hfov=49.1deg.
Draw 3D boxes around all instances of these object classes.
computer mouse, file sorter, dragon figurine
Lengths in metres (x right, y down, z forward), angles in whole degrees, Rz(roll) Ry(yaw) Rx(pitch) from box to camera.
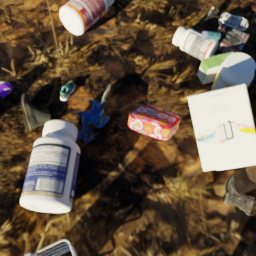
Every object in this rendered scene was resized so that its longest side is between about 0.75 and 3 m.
[{"bbox_3d":[4.937,-5.302,14.066,2.047,0.449,1.123,24,81,10],"label":"computer mouse"},{"bbox_3d":[-1.957,4.107,7.946,1.180,1.896,1.315,-20,62,-16],"label":"file sorter"},{"bbox_3d":[-1.202,-0.465,10.895,2.375,0.699,1.181,-44,60,1],"label":"dragon figurine"}]

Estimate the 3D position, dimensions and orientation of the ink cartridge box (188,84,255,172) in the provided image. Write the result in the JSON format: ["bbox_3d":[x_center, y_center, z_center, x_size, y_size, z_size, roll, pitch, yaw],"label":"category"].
[{"bbox_3d":[3.228,0.027,9.466,1.807,1.839,2.499,-12,88,18],"label":"ink cartridge box"}]

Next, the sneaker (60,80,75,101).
[{"bbox_3d":[-2.603,-1.676,12.011,0.413,0.485,1.063,15,61,8],"label":"sneaker"}]

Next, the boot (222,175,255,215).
[{"bbox_3d":[3.924,2.337,9.818,1.024,0.407,1.177,19,70,8],"label":"boot"}]

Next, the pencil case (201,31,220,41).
[{"bbox_3d":[3.537,-3.938,11.998,0.873,0.403,0.371,-9,93,-30],"label":"pencil case"}]

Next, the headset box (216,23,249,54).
[{"bbox_3d":[4.830,-4.082,13.262,1.626,0.628,1.210,29,65,12],"label":"headset box"}]

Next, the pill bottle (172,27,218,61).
[{"bbox_3d":[3.083,-3.902,12.937,1.862,1.079,1.079,33,65,18],"label":"pill bottle"}]

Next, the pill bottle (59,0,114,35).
[{"bbox_3d":[-1.968,-5.966,13.865,1.497,1.497,2.733,32,65,17],"label":"pill bottle"}]

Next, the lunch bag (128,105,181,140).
[{"bbox_3d":[0.962,-0.252,9.870,1.645,0.674,1.449,20,30,24],"label":"lunch bag"}]

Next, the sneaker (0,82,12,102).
[{"bbox_3d":[-5.631,-0.932,11.491,2.258,0.785,1.123,-37,73,-14],"label":"sneaker"}]

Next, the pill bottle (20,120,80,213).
[{"bbox_3d":[-2.548,1.287,9.626,1.633,1.633,2.941,3,62,2],"label":"pill bottle"}]

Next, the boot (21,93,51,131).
[{"bbox_3d":[-3.731,-0.731,11.478,1.110,0.622,1.605,-12,74,-12],"label":"boot"}]

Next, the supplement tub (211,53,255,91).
[{"bbox_3d":[4.257,-1.973,11.387,1.347,1.853,1.347,0,60,0],"label":"supplement tub"}]

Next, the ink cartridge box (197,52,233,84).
[{"bbox_3d":[4.144,-2.661,12.244,2.021,1.049,0.599,-15,63,-8],"label":"ink cartridge box"}]
